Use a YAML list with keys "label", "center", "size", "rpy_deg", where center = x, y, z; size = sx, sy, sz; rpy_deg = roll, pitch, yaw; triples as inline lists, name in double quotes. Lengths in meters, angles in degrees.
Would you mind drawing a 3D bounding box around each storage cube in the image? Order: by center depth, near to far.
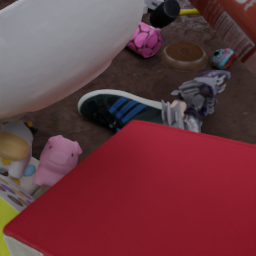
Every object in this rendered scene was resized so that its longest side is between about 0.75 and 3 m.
- label: "storage cube"
  center: [0.472, 1.606, 3.410]
  size: [2.720, 2.325, 2.445]
  rpy_deg: [12, 32, 29]

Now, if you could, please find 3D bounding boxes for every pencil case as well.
- label: "pencil case"
  center: [0.228, -3.292, 9.673]
  size: [0.959, 0.990, 2.113]
  rpy_deg: [-21, 49, -37]

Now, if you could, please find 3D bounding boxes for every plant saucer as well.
- label: "plant saucer"
  center: [1.874, -2.448, 9.368]
  size: [1.629, 0.280, 1.629]
  rpy_deg: [1, 46, -1]

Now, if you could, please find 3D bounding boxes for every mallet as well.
- label: "mallet"
  center: [1.809, -3.162, 7.748]
  size: [2.638, 0.543, 0.869]
  rpy_deg: [-14, 5, -29]

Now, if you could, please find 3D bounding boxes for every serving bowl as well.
- label: "serving bowl"
  center: [-0.721, -0.686, 2.589]
  size: [2.124, 0.699, 2.124]
  rpy_deg: [-27, 21, 11]

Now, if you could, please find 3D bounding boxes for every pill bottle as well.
- label: "pill bottle"
  center: [1.981, -1.720, 4.041]
  size: [1.392, 1.392, 2.482]
  rpy_deg: [-34, 82, -28]

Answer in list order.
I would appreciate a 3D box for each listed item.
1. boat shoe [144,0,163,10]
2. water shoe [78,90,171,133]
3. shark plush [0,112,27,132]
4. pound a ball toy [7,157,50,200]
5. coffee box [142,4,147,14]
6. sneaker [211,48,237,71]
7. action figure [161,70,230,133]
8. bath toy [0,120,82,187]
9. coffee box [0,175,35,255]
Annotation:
- label: "boat shoe"
  center: [1.367, -5.034, 11.696]
  size: [1.645, 0.592, 0.541]
  rpy_deg: [35, 37, 26]
- label: "water shoe"
  center: [-0.007, -0.184, 6.686]
  size: [2.719, 0.972, 1.073]
  rpy_deg: [9, 49, 10]
- label: "shark plush"
  center: [-1.934, -0.805, 4.517]
  size: [1.192, 1.092, 2.623]
  rpy_deg: [-34, 23, 7]
- label: "pound a ball toy"
  center: [-2.435, 1.236, 5.500]
  size: [1.057, 0.688, 1.620]
  rpy_deg: [25, 50, 22]
- label: "coffee box"
  center: [0.382, -5.159, 11.942]
  size: [0.480, 0.339, 0.849]
  rpy_deg: [-21, 50, -19]
- label: "sneaker"
  center: [3.181, -2.453, 9.170]
  size: [0.682, 0.567, 1.429]
  rpy_deg: [26, 51, 25]
- label: "action figure"
  center: [1.498, -0.292, 6.277]
  size: [1.036, 1.943, 2.986]
  rpy_deg: [12, 38, 22]
- label: "bath toy"
  center: [-1.436, 0.552, 5.139]
  size: [2.942, 1.279, 1.087]
  rpy_deg: [24, 71, -13]
- label: "coffee box"
  center: [-2.022, 1.683, 3.883]
  size: [1.685, 1.669, 1.688]
  rpy_deg: [32, 74, 16]
